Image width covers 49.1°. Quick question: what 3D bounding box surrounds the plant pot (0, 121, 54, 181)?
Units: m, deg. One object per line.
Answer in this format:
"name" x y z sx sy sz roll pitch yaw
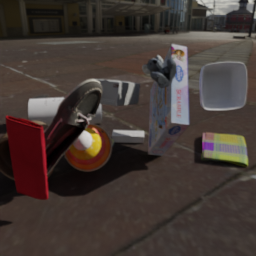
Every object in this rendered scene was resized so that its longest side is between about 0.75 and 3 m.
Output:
"plant pot" -2.692 0.511 7.811 1.590 1.590 1.387 1 31 2

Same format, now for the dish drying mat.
"dish drying mat" -2.027 0.689 5.732 0.784 2.042 0.186 17 36 11

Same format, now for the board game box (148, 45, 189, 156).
"board game box" 1.173 -0.726 8.602 0.520 2.520 2.526 8 66 -7

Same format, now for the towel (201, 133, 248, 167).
"towel" 3.263 0.672 9.545 1.463 0.232 2.037 7 25 14

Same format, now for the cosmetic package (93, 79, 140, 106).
"cosmetic package" -0.315 -0.987 7.812 0.832 0.702 1.557 11 13 23

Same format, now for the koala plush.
"koala plush" 0.769 -1.480 7.174 0.711 0.737 0.802 -40 61 -4

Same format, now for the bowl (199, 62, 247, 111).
"bowl" 2.720 -1.221 8.202 1.380 1.378 0.515 -4 12 -5

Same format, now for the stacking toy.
"stacking toy" -1.127 0.446 7.545 1.439 1.439 1.969 -3 -9 -6

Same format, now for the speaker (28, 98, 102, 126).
"speaker" -2.542 -0.682 11.467 2.889 1.173 1.173 -4 24 -8

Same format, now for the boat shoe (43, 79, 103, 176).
"boat shoe" -1.386 0.119 6.280 0.894 2.673 0.762 21 29 -56

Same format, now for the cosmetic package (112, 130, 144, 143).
"cosmetic package" 0.002 0.327 10.242 1.158 0.293 0.478 2 23 4

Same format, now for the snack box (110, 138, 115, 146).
"snack box" -0.925 0.428 9.083 0.903 0.168 0.525 31 64 -13
